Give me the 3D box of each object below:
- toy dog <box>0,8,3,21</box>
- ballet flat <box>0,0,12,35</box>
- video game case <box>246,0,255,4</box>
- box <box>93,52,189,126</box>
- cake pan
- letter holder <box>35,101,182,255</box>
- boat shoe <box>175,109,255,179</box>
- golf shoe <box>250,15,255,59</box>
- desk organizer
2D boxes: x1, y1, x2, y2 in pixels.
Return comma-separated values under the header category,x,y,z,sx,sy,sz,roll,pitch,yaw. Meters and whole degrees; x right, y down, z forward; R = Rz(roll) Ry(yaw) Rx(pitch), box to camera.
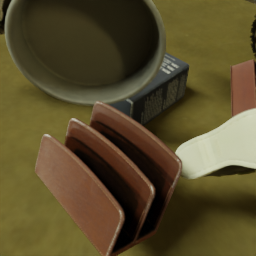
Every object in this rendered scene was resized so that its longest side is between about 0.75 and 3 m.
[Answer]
category,x,y,z,sx,sy,sz,roll,pitch,yaw
toy dog,-3.756,-2.918,5.649,1.616,2.451,1.180,7,54,2
ballet flat,-3.096,-3.368,7.452,0.936,2.779,0.644,-31,92,-51
video game case,1.577,-3.394,5.301,2.228,2.448,0.290,33,97,21
box,0.298,-1.206,7.982,2.354,1.228,1.742,-35,56,-28
cake pan,-0.712,-1.525,5.053,2.749,2.749,0.504,-1,50,-1
letter holder,-0.403,0.599,4.442,1.070,1.512,2.128,-7,34,-45
boat shoe,1.713,0.279,4.178,0.680,2.275,0.813,2,71,-37
golf shoe,3.566,-2.541,6.094,1.051,2.703,1.277,-19,36,-22
desk organizer,2.259,-0.682,5.332,0.447,0.416,1.161,-14,58,41
